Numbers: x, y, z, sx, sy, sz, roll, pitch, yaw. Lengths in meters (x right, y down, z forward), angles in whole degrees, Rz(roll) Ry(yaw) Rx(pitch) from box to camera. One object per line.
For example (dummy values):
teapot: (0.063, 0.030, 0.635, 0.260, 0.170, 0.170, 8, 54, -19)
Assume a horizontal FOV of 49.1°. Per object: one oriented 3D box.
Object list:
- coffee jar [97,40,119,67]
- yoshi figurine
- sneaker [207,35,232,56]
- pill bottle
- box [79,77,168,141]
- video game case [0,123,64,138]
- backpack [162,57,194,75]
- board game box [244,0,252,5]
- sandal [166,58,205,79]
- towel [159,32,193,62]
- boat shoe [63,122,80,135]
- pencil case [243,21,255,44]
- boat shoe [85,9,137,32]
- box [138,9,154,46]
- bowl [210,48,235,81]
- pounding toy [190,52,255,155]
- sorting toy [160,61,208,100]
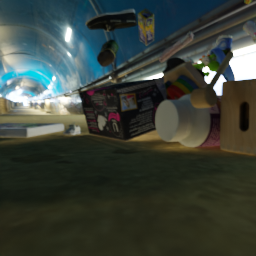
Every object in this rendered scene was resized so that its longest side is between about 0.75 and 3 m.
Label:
coffee jar: (-0.843, -3.097, 11.624, 0.729, 0.596, 1.398, -27, 30, 25)
yoshi figurine: (3.174, -2.446, 11.821, 1.648, 0.923, 0.926, -35, 16, 1)
sneaker: (4.375, -3.461, 13.442, 0.851, 0.966, 2.166, 2, -17, 2)
pill bottle: (1.866, -0.184, 6.834, 2.292, 1.287, 1.287, -2, 4, -27)
box: (-0.159, -0.645, 9.309, 1.842, 1.600, 2.788, -18, 13, -29)
video game case: (-4.256, 0.045, 10.532, 2.694, 0.346, 2.963, 1, 4, 10)
backpack: (2.503, -2.648, 13.633, 1.100, 1.450, 1.737, -21, -24, -24)
board game box: (3.400, -3.944, 7.370, 0.201, 0.642, 1.343, 37, -3, 22)
sandal: (2.191, -2.047, 10.914, 0.561, 0.935, 2.490, -6, -9, 42)
towel: (2.005, -3.408, 11.700, 1.564, 0.264, 1.637, -34, 12, 25)
boat shoe: (-2.013, 0.021, 10.088, 0.389, 0.449, 1.054, 1, 4, 18)
pencil case: (4.366, -3.328, 9.733, 0.370, 0.890, 0.404, 9, -42, -33)
boat shoe: (-0.498, -3.324, 8.870, 1.659, 0.500, 0.627, -17, 1, -8)
box: (0.631, -3.486, 9.781, 0.388, 0.423, 1.208, -37, -25, -13)
bowl: (3.946, -2.582, 11.610, 0.323, 1.643, 1.643, -28, -3, 14)
pounding toy: (2.543, -0.560, 5.798, 2.453, 2.155, 1.122, -2, 5, -32)
sorting toy: (1.980, -0.760, 9.145, 0.845, 2.415, 2.429, -43, 8, -7)
